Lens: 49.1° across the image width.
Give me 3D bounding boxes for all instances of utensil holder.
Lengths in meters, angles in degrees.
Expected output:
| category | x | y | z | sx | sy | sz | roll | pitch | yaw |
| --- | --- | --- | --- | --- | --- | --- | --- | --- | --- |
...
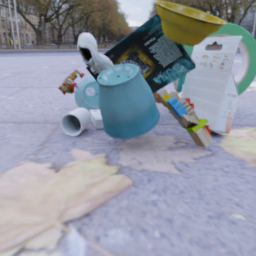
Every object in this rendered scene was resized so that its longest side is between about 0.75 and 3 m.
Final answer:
| category | x | y | z | sx | sy | sz | roll | pitch | yaw |
| --- | --- | --- | --- | --- | --- | --- | --- | --- | --- |
| utensil holder | -1.655 | -0.219 | 9.065 | 0.743 | 0.743 | 0.874 | 5 | 20 | 15 |

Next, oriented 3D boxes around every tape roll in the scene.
| category | x | y | z | sx | sy | sz | roll | pitch | yaw |
| --- | --- | --- | --- | --- | --- | --- | --- | --- | --- |
| tape roll | 3.433 | -2.485 | 10.823 | 2.985 | 2.985 | 0.717 | 1 | 22 | 4 |

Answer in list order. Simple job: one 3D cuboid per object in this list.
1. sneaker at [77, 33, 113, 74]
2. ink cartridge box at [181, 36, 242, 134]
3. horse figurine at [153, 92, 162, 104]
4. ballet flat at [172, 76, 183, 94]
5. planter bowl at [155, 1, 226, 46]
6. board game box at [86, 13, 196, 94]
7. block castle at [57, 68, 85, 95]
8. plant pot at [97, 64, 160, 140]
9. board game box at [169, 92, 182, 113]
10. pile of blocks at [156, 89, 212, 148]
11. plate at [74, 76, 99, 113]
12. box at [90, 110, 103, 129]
| category | x | y | z | sx | sy | sz | roll | pitch | yaw |
| --- | --- | --- | --- | --- | --- | --- | --- | --- | --- |
| sneaker | -0.988 | -1.918 | 8.231 | 0.613 | 1.619 | 0.745 | -19 | 38 | 29 |
| ink cartridge box | 2.767 | -1.482 | 9.345 | 0.724 | 2.887 | 2.341 | 10 | 11 | -24 |
| horse figurine | 0.504 | -1.262 | 10.599 | 2.222 | 1.472 | 0.554 | -18 | 53 | -5 |
| ballet flat | 1.839 | -1.982 | 10.455 | 0.437 | 1.368 | 0.517 | 15 | 22 | 32 |
| planter bowl | 1.496 | -2.646 | 7.315 | 1.879 | 0.782 | 1.879 | 12 | 31 | -7 |
| board game box | 0.352 | -1.915 | 8.744 | 2.889 | 1.954 | 0.407 | -29 | 19 | 26 |
| block castle | -2.094 | -1.659 | 10.432 | 1.118 | 0.525 | 0.747 | -19 | 34 | 54 |
| plant pot | -0.075 | -0.784 | 7.355 | 1.611 | 1.513 | 1.611 | -11 | 36 | 8 |
| board game box | 2.855 | -1.086 | 12.135 | 1.644 | 0.419 | 2.446 | 7 | 20 | 19 |
| pile of blocks | 1.695 | -0.435 | 7.842 | 0.663 | 2.134 | 0.876 | -36 | -17 | -7 |
| plate | -1.227 | -1.275 | 10.899 | 1.706 | 1.706 | 0.218 | -4 | -14 | -12 |
| box | -0.388 | -0.389 | 10.151 | 1.820 | 0.375 | 1.419 | -4 | 18 | -15 |
